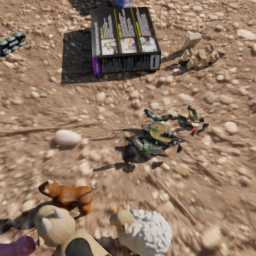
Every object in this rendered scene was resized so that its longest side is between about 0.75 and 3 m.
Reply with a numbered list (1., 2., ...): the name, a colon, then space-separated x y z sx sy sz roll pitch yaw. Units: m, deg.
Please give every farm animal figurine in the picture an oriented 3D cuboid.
1. farm animal figurine: -1.090 2.158 4.536 2.965 1.563 2.998 22 55 16

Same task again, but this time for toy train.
1. toy train: -3.921 -2.847 9.281 0.626 0.468 1.098 27 58 35

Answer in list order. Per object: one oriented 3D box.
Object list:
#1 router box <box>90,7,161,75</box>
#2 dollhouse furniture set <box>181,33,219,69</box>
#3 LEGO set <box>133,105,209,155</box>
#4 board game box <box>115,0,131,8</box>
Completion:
1. router box: -0.170 -2.941 9.146 2.055 0.704 2.756 -5 51 -4
2. dollhouse furniture set: 2.168 -2.359 8.904 0.940 0.666 1.023 -16 74 -12
3. LEGO set: 0.991 0.148 6.915 2.142 0.607 1.391 -4 52 -20
4. board game box: -0.431 -5.638 11.067 0.360 1.080 1.606 -24 56 -18
